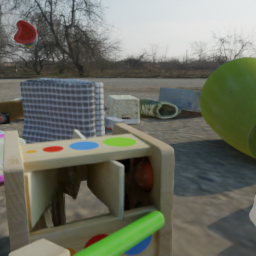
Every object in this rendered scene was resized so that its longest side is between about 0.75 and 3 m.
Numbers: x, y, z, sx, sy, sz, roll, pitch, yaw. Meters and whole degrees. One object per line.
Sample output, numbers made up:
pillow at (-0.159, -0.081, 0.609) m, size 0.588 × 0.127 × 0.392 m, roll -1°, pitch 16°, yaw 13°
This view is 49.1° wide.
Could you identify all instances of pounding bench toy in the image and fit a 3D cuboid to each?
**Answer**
pounding bench toy at (-0.237, 0.757, 2.506) m, size 1.531 × 1.220 × 1.963 m, roll -5°, pitch 13°, yaw -23°

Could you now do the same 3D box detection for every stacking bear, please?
stacking bear at (-3.295, -2.956, 9.164) m, size 0.654 × 0.698 × 1.149 m, roll 12°, pitch 1°, yaw -17°

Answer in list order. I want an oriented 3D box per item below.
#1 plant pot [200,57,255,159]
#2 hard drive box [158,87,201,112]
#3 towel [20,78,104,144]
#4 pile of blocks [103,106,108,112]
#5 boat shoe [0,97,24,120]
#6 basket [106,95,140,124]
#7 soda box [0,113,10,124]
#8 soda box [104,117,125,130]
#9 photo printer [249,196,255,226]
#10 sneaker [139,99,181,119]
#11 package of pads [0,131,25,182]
plant pot at (2.792, -0.282, 6.087) m, size 2.083 × 2.083 × 2.226 m, roll 1°, pitch 25°, yaw 4°
hard drive box at (2.511, -1.128, 11.570) m, size 1.594 × 0.785 × 2.045 m, roll 5°, pitch 7°, yaw -35°
towel at (-1.520, -0.255, 6.240) m, size 1.973 × 1.634 × 0.844 m, roll 5°, pitch 18°, yaw 23°
pile of blocks at (-1.215, -0.474, 10.200) m, size 1.055 × 0.328 × 0.433 m, roll -17°, pitch -30°, yaw 25°
boat shoe at (-3.660, -0.781, 10.288) m, size 2.549 × 0.902 × 0.883 m, roll -4°, pitch 13°, yaw -14°
basket at (-0.213, -0.674, 9.871) m, size 0.955 × 0.869 × 1.409 m, roll -3°, pitch 12°, yaw -15°
soda box at (-4.523, -0.280, 9.301) m, size 1.068 × 0.338 × 0.378 m, roll -9°, pitch 16°, yaw -32°
soda box at (-0.430, -0.131, 8.693) m, size 0.289 × 0.311 × 0.910 m, roll -7°, pitch 14°, yaw -30°
photo printer at (2.322, 0.824, 2.508) m, size 2.112 × 0.733 × 1.757 m, roll -15°, pitch 31°, yaw -32°
sneaker at (1.011, -0.727, 10.512) m, size 2.000 × 0.671 × 0.898 m, roll 5°, pitch 8°, yaw 7°
package of pads at (-3.136, 0.530, 4.508) m, size 1.814 × 0.801 × 2.347 m, roll 11°, pitch 17°, yaw 42°
